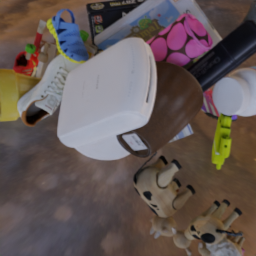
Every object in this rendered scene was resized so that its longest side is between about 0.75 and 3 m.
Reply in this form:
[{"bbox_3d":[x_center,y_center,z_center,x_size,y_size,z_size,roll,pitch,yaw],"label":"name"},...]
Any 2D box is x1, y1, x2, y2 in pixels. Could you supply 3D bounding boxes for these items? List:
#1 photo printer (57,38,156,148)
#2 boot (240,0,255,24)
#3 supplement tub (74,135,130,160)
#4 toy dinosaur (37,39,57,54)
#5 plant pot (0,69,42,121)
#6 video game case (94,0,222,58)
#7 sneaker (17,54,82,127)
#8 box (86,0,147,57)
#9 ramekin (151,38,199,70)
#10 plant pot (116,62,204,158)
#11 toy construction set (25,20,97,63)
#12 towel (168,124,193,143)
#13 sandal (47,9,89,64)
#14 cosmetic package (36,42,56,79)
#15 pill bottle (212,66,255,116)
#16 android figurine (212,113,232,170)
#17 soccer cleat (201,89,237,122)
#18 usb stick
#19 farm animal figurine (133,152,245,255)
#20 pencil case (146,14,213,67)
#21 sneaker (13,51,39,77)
[{"bbox_3d":[-0.391,-0.654,5.310,2.086,0.725,1.736,-18,56,37],"label":"photo printer"},{"bbox_3d":[2.762,-2.374,6.887,1.290,1.173,0.468,-41,68,-13],"label":"boot"},{"bbox_3d":[-0.529,-0.675,7.712,1.934,1.934,2.674,2,44,2],"label":"supplement tub"},{"bbox_3d":[-3.384,-3.337,11.586,0.888,0.563,1.311,16,51,8],"label":"toy dinosaur"},{"bbox_3d":[-3.209,-0.991,8.497,1.426,1.515,1.515,-5,40,-32],"label":"plant pot"},{"bbox_3d":[0.939,-2.582,8.399,2.927,2.665,0.323,-22,56,33],"label":"video game case"},{"bbox_3d":[-1.918,-0.958,7.428,2.452,0.893,1.038,-45,44,13],"label":"sneaker"},{"bbox_3d":[-0.162,-2.858,9.276,2.111,2.619,0.643,-10,50,-8],"label":"box"},{"bbox_3d":[1.100,-1.564,7.422,1.691,0.826,1.691,-4,80,25],"label":"ramekin"},{"bbox_3d":[0.514,-0.250,5.788,1.558,1.558,1.667,22,54,22],"label":"plant pot"},{"bbox_3d":[-1.872,-2.425,8.538,2.522,1.938,2.104,38,38,7],"label":"toy construction set"},{"bbox_3d":[1.161,0.017,7.170,0.853,0.626,0.102,-24,12,22],"label":"towel"},{"bbox_3d":[-1.427,-2.262,6.816,0.647,0.709,1.628,-15,66,-50],"label":"sandal"},{"bbox_3d":[-2.858,-2.140,9.682,0.372,0.606,1.468,15,76,-35],"label":"cosmetic package"},{"bbox_3d":[2.948,-0.876,6.483,2.003,1.089,1.089,-14,44,-30],"label":"pill bottle"},{"bbox_3d":[2.337,0.304,6.991,0.303,1.473,1.341,7,19,12],"label":"android figurine"},{"bbox_3d":[2.336,-0.776,8.060,0.622,0.667,1.823,-15,40,-45],"label":"soccer cleat"},{"bbox_3d":[1.677,-1.194,6.042,0.437,2.682,0.744,22,38,-45],"label":"usb stick"},{"bbox_3d":[1.048,1.762,5.248,1.151,1.848,2.288,-39,56,-19],"label":"farm animal figurine"},{"bbox_3d":[0.832,-1.747,6.446,0.966,2.129,0.997,-11,81,-45],"label":"pencil case"},{"bbox_3d":[-3.752,-2.484,10.397,0.802,0.885,2.083,-3,43,-3],"label":"sneaker"}]
